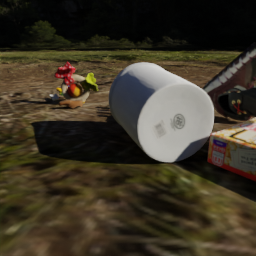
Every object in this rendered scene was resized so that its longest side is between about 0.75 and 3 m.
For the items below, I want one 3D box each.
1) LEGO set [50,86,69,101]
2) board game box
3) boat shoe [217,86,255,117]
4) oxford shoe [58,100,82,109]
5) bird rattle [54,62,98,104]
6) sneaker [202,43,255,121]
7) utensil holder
[{"bbox_3d":[-2.337,-1.288,10.635,1.150,0.438,0.472,-15,53,-28],"label":"LEGO set"},{"bbox_3d":[3.236,0.519,5.112,2.082,0.637,2.749,-15,24,-36],"label":"board game box"},{"bbox_3d":[2.602,-0.516,6.215,0.631,0.737,2.014,-29,11,3],"label":"boat shoe"},{"bbox_3d":[-1.941,-0.790,9.414,0.805,0.287,0.287,-4,-4,-17],"label":"oxford shoe"},{"bbox_3d":[-1.827,-1.469,9.683,1.518,1.238,0.855,14,22,-22],"label":"bird rattle"},{"bbox_3d":[3.298,-1.150,7.516,1.050,1.603,2.775,-42,-2,-33],"label":"sneaker"},{"bbox_3d":[0.647,-0.421,6.197,1.755,1.755,2.065,-6,22,-16],"label":"utensil holder"}]
